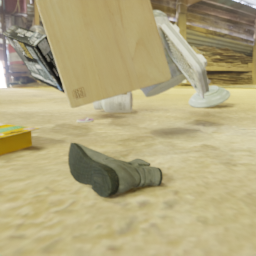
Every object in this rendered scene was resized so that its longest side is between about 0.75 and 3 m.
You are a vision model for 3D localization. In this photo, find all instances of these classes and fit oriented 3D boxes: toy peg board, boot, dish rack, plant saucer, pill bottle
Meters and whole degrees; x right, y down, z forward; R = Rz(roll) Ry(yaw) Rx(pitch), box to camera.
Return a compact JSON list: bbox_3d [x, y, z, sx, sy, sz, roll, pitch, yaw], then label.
[{"bbox_3d":[-0.667,-2.199,7.618,2.763,2.775,1.357,-18,5,-13],"label":"toy peg board"},{"bbox_3d":[-0.335,0.826,5.805,1.326,0.687,2.029,0,16,-37],"label":"boot"},{"bbox_3d":[1.494,-1.767,7.146,0.414,1.902,1.632,-34,-27,8],"label":"dish rack"},{"bbox_3d":[5.291,-2.187,18.470,2.712,0.681,2.712,-16,23,7],"label":"plant saucer"},{"bbox_3d":[-0.842,-1.463,15.721,2.101,1.201,1.201,1,11,8],"label":"pill bottle"}]

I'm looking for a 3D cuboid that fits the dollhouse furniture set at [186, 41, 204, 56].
[{"bbox_3d":[2.051,-2.974,12.054,1.211,1.204,1.718,-31,61,-31],"label":"dollhouse furniture set"}]

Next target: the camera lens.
[{"bbox_3d":[0.856,-2.545,9.649,1.967,2.459,1.967,-25,-6,-3],"label":"camera lens"}]

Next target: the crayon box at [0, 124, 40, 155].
[{"bbox_3d":[-3.955,0.311,8.152,2.379,0.614,1.496,5,12,28],"label":"crayon box"}]

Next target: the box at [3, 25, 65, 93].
[{"bbox_3d":[-3.315,-2.556,10.539,1.886,2.391,0.595,26,66,29],"label":"box"}]

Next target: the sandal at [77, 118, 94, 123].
[{"bbox_3d":[-1.928,-0.385,12.782,0.875,0.215,0.356,-11,15,-43],"label":"sandal"}]
